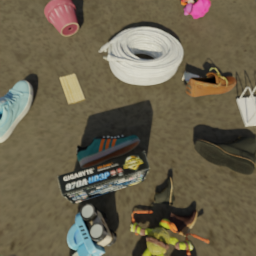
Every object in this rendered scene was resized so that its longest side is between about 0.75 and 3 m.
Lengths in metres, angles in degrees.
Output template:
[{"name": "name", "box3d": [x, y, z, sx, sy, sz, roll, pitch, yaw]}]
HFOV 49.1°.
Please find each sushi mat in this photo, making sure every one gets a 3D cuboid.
[{"name": "sushi mat", "box3d": [-2.091, -1.456, 10.421, 0.626, 0.079, 1.308, -19, 63, -11]}]

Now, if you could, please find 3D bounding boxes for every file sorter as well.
[{"name": "file sorter", "box3d": [4.776, -0.833, 9.560, 1.605, 0.999, 1.114, -5, 61, -2]}]

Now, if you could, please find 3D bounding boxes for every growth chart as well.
[{"name": "growth chart", "box3d": [2.429, -1.853, 10.643, 0.762, 0.068, 0.551, 23, 64, 12]}]

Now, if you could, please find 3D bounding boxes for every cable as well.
[{"name": "cable", "box3d": [0.612, -2.681, 10.423, 2.719, 0.941, 2.718, 26, 54, 15]}]

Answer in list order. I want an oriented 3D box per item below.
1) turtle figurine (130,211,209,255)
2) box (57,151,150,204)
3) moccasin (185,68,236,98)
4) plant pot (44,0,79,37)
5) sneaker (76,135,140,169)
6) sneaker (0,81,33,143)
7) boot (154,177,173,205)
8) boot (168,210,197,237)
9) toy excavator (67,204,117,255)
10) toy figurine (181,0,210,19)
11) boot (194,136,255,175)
[{"name": "turtle figurine", "box3d": [0.875, 3.189, 7.412, 2.224, 0.716, 1.793, 15, 64, 19]}, {"name": "box", "box3d": [-0.626, 1.436, 7.810, 2.324, 1.847, 0.535, -16, 70, -8]}, {"name": "moccasin", "box3d": [2.982, -1.628, 9.920, 2.093, 0.808, 0.765, -7, 35, -20]}, {"name": "plant pot", "box3d": [-2.624, -4.473, 11.495, 1.266, 1.266, 1.134, -24, 79, -13]}, {"name": "sneaker", "box3d": [-0.668, 0.544, 8.952, 2.058, 0.735, 0.822, -20, 67, -10]}, {"name": "sneaker", "box3d": [-4.039, -0.725, 9.433, 0.924, 1.024, 2.500, 13, 64, 9]}, {"name": "boot", "box3d": [1.070, 1.890, 8.451, 0.573, 0.321, 0.829, 3, 62, 3]}, {"name": "boot", "box3d": [1.549, 2.611, 8.068, 0.703, 0.306, 0.845, 28, 68, 13]}, {"name": "toy excavator", "box3d": [-1.228, 3.248, 7.408, 1.853, 0.926, 1.802, -34, 54, -1]}, {"name": "toy figurine", "box3d": [2.805, -5.595, 12.035, 1.500, 1.999, 1.840, 6, 83, -42]}, {"name": "boot", "box3d": [3.222, 0.608, 9.071, 1.888, 0.731, 1.306, 27, 51, 14]}]
